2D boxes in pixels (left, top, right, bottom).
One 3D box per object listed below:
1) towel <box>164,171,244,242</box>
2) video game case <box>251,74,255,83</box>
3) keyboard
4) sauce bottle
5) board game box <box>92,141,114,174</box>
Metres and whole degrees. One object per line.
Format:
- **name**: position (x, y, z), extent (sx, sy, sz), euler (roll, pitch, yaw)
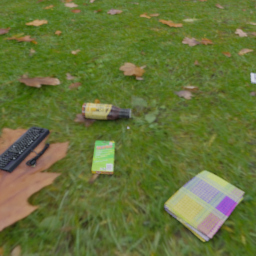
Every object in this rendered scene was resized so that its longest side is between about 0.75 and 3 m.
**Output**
- **towel**: position (2.264, 2.196, 8.333), extent (1.563, 0.248, 2.176), euler (31, 47, 33)
- **video game case**: position (6.771, -2.477, 14.258), extent (0.958, 0.110, 0.873), euler (11, 40, 13)
- **keyboard**: position (-3.633, 0.749, 10.149), extent (1.473, 0.239, 2.318), euler (14, 42, 17)
- **sauce bottle**: position (-0.892, -0.658, 11.578), extent (1.990, 0.657, 0.657), euler (3, 39, 3)
- **board game box**: position (-0.852, 1.005, 9.822), extent (0.707, 0.222, 1.480), euler (3, 41, -3)
